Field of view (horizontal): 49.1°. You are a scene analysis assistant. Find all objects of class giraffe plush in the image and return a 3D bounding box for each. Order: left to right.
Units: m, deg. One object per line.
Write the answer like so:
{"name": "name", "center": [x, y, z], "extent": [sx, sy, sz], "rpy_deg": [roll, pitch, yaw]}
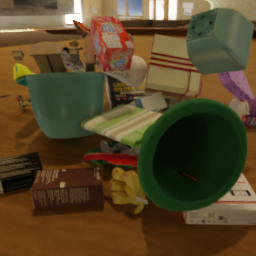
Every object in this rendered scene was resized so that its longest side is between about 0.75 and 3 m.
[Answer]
{"name": "giraffe plush", "center": [0.223, 1.212, 5.925], "extent": [1.026, 0.885, 0.832], "rpy_deg": [27, 27, 31]}

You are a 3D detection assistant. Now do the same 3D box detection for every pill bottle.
{"name": "pill bottle", "center": [4.365, -0.541, 9.563], "extent": [1.613, 0.899, 0.899], "rpy_deg": [-1, 24, -1]}

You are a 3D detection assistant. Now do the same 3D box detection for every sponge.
{"name": "sponge", "center": [3.676, -1.761, 9.744], "extent": [0.405, 1.515, 2.716], "rpy_deg": [-26, -28, 31]}

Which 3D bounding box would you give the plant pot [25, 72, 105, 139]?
{"name": "plant pot", "center": [-1.809, -0.693, 8.447], "extent": [2.299, 1.845, 2.299], "rpy_deg": [-2, 9, 0]}

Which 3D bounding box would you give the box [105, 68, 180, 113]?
{"name": "box", "center": [0.603, -1.523, 11.178], "extent": [2.861, 0.692, 2.266], "rpy_deg": [-4, 44, -9]}

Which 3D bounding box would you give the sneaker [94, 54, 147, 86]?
{"name": "sneaker", "center": [-0.448, -2.160, 10.078], "extent": [1.233, 1.061, 2.913], "rpy_deg": [1, 17, -30]}

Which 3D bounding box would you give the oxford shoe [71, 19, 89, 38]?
{"name": "oxford shoe", "center": [-1.473, -2.952, 8.263], "extent": [0.292, 0.298, 0.819], "rpy_deg": [-2, 42, -48]}

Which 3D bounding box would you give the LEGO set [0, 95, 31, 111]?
{"name": "LEGO set", "center": [-4.655, -0.678, 9.808], "extent": [2.918, 0.827, 1.895], "rpy_deg": [-6, -4, -33]}

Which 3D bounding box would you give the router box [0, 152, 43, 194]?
{"name": "router box", "center": [-2.771, 1.069, 6.663], "extent": [1.404, 0.359, 1.047], "rpy_deg": [-10, 26, -21]}

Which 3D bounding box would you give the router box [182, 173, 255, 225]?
{"name": "router box", "center": [1.844, 1.419, 5.882], "extent": [1.495, 0.365, 1.342], "rpy_deg": [1, 24, 1]}

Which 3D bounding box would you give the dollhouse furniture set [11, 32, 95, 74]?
{"name": "dollhouse furniture set", "center": [-2.287, -2.324, 9.204], "extent": [2.357, 1.151, 2.010], "rpy_deg": [-4, -20, -5]}

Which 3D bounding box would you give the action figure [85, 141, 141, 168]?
{"name": "action figure", "center": [0.386, 0.310, 7.800], "extent": [1.727, 0.799, 2.924], "rpy_deg": [13, 19, 27]}

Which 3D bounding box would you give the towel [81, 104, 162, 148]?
{"name": "towel", "center": [-0.008, -0.066, 7.295], "extent": [1.637, 0.337, 2.194], "rpy_deg": [-26, 29, -33]}

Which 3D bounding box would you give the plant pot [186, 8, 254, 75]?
{"name": "plant pot", "center": [2.141, -2.221, 6.960], "extent": [1.309, 1.285, 1.281], "rpy_deg": [23, -14, -41]}

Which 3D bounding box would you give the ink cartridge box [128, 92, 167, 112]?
{"name": "ink cartridge box", "center": [0.461, -0.636, 9.225], "extent": [0.955, 0.560, 1.322], "rpy_deg": [-18, -6, -35]}

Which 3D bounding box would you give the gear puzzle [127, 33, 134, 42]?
{"name": "gear puzzle", "center": [-0.608, -3.222, 11.071], "extent": [1.708, 0.224, 0.885], "rpy_deg": [-27, -7, 13]}

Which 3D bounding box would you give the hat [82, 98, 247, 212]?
{"name": "hat", "center": [0.692, 0.261, 5.742], "extent": [2.520, 2.088, 2.219], "rpy_deg": [10, 10, -22]}

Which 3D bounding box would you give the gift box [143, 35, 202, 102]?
{"name": "gift box", "center": [1.629, -1.964, 9.589], "extent": [1.930, 1.907, 2.066], "rpy_deg": [10, -2, 2]}

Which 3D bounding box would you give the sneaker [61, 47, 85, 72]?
{"name": "sneaker", "center": [-1.740, -2.380, 9.567], "extent": [1.342, 0.939, 0.522], "rpy_deg": [8, 49, -45]}

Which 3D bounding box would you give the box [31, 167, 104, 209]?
{"name": "box", "center": [-1.264, 1.272, 6.026], "extent": [1.458, 0.546, 0.730], "rpy_deg": [-2, 24, -8]}

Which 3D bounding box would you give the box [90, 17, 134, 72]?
{"name": "box", "center": [-0.518, -2.473, 8.173], "extent": [0.846, 0.810, 1.697], "rpy_deg": [-8, 52, -19]}

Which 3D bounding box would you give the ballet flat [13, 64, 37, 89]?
{"name": "ballet flat", "center": [-3.296, -1.643, 9.633], "extent": [0.687, 0.689, 2.055], "rpy_deg": [-26, -12, 3]}
